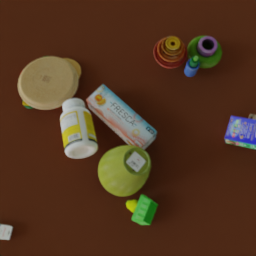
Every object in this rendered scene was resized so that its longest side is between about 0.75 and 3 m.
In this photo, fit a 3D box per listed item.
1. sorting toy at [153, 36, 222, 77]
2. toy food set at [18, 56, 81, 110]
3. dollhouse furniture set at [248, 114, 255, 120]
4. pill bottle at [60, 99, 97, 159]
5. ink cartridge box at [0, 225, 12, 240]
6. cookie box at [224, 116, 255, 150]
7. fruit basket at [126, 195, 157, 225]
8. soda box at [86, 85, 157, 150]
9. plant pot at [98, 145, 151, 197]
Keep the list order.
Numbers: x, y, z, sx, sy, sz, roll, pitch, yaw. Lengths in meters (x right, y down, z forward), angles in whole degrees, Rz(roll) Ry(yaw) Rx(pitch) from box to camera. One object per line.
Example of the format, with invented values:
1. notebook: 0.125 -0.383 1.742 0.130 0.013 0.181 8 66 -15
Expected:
1. sorting toy: 2.554 -3.146 11.462 2.944 1.208 1.769 -7 76 -2
2. toy food set: -3.357 -1.916 11.763 2.576 0.633 2.603 4 70 2
3. dollhouse furniture set: 5.130 -0.072 11.193 0.595 0.599 0.850 12 98 5
4. pill bottle: -1.895 -0.014 10.490 1.186 1.186 2.118 -13 60 -5
5. ink cartridge box: -4.479 3.661 9.863 0.811 0.275 0.470 7 70 3
6. cookie box: 4.486 0.183 10.816 1.216 0.457 1.040 13 72 30
7. fruit basket: 0.427 2.905 10.039 1.046 0.755 1.046 -28 42 29
8. soda box: -0.278 -0.341 11.000 2.928 0.931 1.001 43 78 13
9. plant pot: 0.031 1.347 9.612 1.837 1.963 1.837 5 72 -14
